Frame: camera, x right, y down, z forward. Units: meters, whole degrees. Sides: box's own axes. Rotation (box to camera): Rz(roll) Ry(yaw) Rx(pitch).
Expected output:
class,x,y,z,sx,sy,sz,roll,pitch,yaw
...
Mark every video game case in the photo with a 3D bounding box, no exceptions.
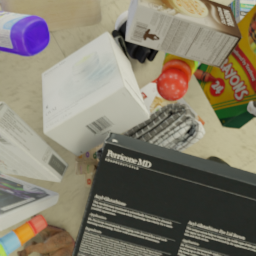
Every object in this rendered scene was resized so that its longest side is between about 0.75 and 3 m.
class,x,y,z,sx,sy,sz,roll,pitch,yaw
video game case,-2.971,1.225,5.470,2.433,2.677,0.313,17,89,9

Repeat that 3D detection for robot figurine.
class,x,y,z,sx,sy,sz,roll,pitch,yaw
robot figurine,0.289,-2.968,9.154,1.119,1.347,1.793,-36,71,20

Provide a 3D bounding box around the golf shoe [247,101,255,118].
class,x,y,z,sx,sy,sz,roll,pitch,yaw
golf shoe,3.159,-0.448,5.491,1.843,0.871,0.716,-5,111,-29

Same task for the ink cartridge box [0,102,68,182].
class,x,y,z,sx,sy,sz,roll,pitch,yaw
ink cartridge box,-2.130,0.283,4.709,1.582,1.823,0.397,3,56,27

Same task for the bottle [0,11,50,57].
class,x,y,z,sx,sy,sz,roll,pitch,yaw
bottle,-2.974,-2.220,6.384,2.357,0.769,0.984,16,44,21

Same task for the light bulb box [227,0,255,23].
class,x,y,z,sx,sy,sz,roll,pitch,yaw
light bulb box,3.176,-2.964,7.653,1.105,1.115,0.696,0,88,-13

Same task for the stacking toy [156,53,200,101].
class,x,y,z,sx,sy,sz,roll,pitch,yaw
stacking toy,1.110,-1.420,6.125,1.000,1.000,2.344,21,48,7

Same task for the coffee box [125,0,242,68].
class,x,y,z,sx,sy,sz,roll,pitch,yaw
coffee box,0.931,-1.856,4.975,1.823,0.727,1.042,12,50,-12

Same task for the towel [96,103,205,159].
class,x,y,z,sx,sy,sz,roll,pitch,yaw
towel,0.527,0.364,6.008,2.189,1.812,0.937,-35,79,12

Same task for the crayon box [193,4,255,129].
class,x,y,z,sx,sy,sz,roll,pitch,yaw
crayon box,2.844,-1.491,6.075,0.715,2.817,1.788,6,51,-35

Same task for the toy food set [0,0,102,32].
class,x,y,z,sx,sy,sz,roll,pitch,yaw
toy food set,-1.974,-3.418,6.916,2.519,1.808,0.761,-12,40,-9

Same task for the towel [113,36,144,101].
class,x,y,z,sx,sy,sz,roll,pitch,yaw
towel,-0.396,-1.228,6.621,0.283,1.636,1.575,-27,104,-30

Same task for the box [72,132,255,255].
class,x,y,z,sx,sy,sz,roll,pitch,yaw
box,0.705,1.336,4.157,2.658,1.048,1.876,17,99,-2

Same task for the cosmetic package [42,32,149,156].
class,x,y,z,sx,sy,sz,roll,pitch,yaw
cosmetic package,-0.647,-0.605,4.987,1.530,0.943,1.535,-29,48,14

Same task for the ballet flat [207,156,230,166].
class,x,y,z,sx,sy,sz,roll,pitch,yaw
ballet flat,2.904,2.079,7.617,0.960,0.820,2.888,-28,66,2

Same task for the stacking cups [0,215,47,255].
class,x,y,z,sx,sy,sz,roll,pitch,yaw
stacking cups,-2.309,2.228,5.445,1.493,0.452,0.452,-29,70,-38

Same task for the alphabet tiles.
class,x,y,z,sx,sy,sz,roll,pitch,yaw
alphabet tiles,-0.737,0.680,5.996,0.082,1.123,1.098,-8,84,32

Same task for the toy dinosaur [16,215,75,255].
class,x,y,z,sx,sy,sz,roll,pitch,yaw
toy dinosaur,-1.602,3.223,6.944,1.831,1.160,2.702,-20,55,-17

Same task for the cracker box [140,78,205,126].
class,x,y,z,sx,sy,sz,roll,pitch,yaw
cracker box,1.094,-0.420,8.476,1.365,0.588,2.038,-36,73,-12
